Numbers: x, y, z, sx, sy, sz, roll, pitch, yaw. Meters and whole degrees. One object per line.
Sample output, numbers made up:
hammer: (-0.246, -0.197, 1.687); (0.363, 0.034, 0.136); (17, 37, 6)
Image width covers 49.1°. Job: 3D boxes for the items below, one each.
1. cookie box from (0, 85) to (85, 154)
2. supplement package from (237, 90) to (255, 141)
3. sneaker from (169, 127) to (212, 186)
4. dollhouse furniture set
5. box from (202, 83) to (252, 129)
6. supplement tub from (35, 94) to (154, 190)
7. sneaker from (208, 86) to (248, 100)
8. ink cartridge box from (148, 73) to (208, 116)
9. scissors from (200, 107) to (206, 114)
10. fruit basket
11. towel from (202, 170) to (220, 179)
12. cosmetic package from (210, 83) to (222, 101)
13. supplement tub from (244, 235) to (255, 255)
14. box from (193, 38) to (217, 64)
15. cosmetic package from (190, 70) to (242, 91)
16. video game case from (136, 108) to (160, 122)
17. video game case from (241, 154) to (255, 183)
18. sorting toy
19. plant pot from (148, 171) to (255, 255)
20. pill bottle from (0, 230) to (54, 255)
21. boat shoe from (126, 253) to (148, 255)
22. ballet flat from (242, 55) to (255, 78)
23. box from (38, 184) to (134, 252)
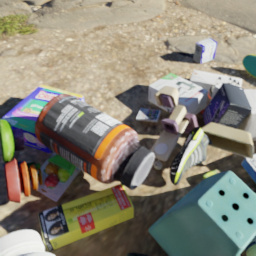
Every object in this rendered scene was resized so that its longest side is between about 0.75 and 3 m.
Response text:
cookie box: (-2.799, -0.386, 9.494); (1.900, 0.835, 2.222); (16, 45, 19)
supplement package: (4.749, -0.393, 9.214); (2.095, 1.255, 1.270); (2, 44, 2)
sneaker: (1.796, 0.872, 7.912); (0.726, 0.663, 1.794); (33, 81, -6)
dollhouse furniture set: (1.887, 0.412, 7.812); (2.747, 2.177, 1.950); (19, 63, 34)
box: (3.158, -0.517, 9.105); (0.776, 1.488, 1.101); (13, 43, -10)
supplement tub: (-0.847, 0.396, 7.261); (2.987, 1.598, 1.598); (30, 51, 20)
sneaker: (3.869, -1.176, 10.218); (1.919, 0.786, 0.739); (8, 83, 19)
ink cartridge box: (1.835, -1.173, 10.330); (1.311, 0.755, 1.796); (-33, 50, -30)
scissors: (2.853, -0.483, 10.155); (0.448, 0.085, 1.223); (-15, 44, -18)
fruit basket: (-2.080, 1.389, 8.013); (1.116, 0.565, 1.205); (22, 64, 21)
towel: (2.637, 1.606, 7.851); (0.712, 0.113, 0.992); (-11, 43, -36)
cosmetic package: (3.253, -0.962, 9.912); (0.390, 1.094, 0.555); (-29, 52, -32)
supplement tub: (3.182, 3.031, 5.769); (1.127, 1.127, 1.554); (-2, 44, -2)
box: (3.495, -3.484, 12.706); (0.926, 0.852, 0.486); (-25, 47, -23)
cosmetic package: (3.472, -1.760, 11.189); (1.939, 0.491, 0.800); (14, 45, 14)
video game case: (0.719, -0.452, 9.911); (0.734, 0.093, 0.806); (7, 30, 13)
video game case: (4.332, 1.349, 7.914); (1.488, 0.373, 1.642); (-18, 56, -16)
sorting toy: (-2.931, 0.897, 7.769); (0.992, 1.452, 2.417); (-7, 62, -25)
plant pot: (1.706, 1.957, 5.790); (1.598, 2.261, 1.598); (-33, 67, -27)
pill bottle: (-1.756, 3.357, 5.139); (1.545, 1.545, 2.739); (-23, 49, -22)
boat shoe: (0.682, 3.180, 5.960); (1.728, 0.573, 0.646); (29, 50, 20)
ballet flat: (5.978, -2.289, 11.633); (2.543, 0.850, 0.852); (37, 34, 29)
box: (-1.025, 2.204, 7.029); (2.237, 0.561, 0.842); (-16, 46, -16)
